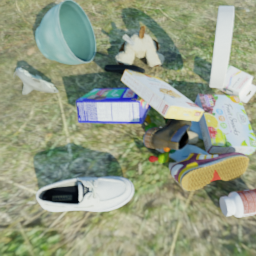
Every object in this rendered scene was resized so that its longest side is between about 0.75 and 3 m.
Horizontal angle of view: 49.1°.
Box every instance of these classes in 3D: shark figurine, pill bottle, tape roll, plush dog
[{"bbox_3d":[-4.497,-2.024,12.345,2.497,1.042,1.492,31,9,19],"label":"shark figurine"},{"bbox_3d":[3.548,2.291,8.530,1.351,0.758,0.758,-7,48,-5],"label":"pill bottle"},{"bbox_3d":[3.422,-2.921,10.311,0.535,2.928,2.928,7,47,16],"label":"tape roll"},{"bbox_3d":[0.556,-4.107,13.972,2.402,1.927,2.063,-1,22,-2],"label":"plush dog"}]

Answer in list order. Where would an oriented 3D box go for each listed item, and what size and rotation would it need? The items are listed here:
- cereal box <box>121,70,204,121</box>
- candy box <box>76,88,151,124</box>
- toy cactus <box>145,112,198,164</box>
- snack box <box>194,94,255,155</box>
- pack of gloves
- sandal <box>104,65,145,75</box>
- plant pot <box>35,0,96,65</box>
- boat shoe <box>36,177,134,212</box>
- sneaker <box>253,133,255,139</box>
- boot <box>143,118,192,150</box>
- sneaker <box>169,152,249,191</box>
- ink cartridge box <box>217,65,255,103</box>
[{"bbox_3d":[1.166,-1.138,9.743,1.841,0.506,2.559,3,31,-44],"label":"cereal box"},{"bbox_3d":[-0.460,-0.884,10.624,2.405,0.926,2.034,2,21,13],"label":"candy box"},{"bbox_3d":[1.534,0.327,10.256,1.972,1.222,2.390,10,47,-7],"label":"toy cactus"},{"bbox_3d":[3.616,-0.169,10.568,1.736,0.647,2.441,3,53,-9],"label":"snack box"},{"bbox_3d":[2.517,0.396,10.428,2.925,0.577,2.458,33,56,26],"label":"pack of gloves"},{"bbox_3d":[-0.161,-2.655,13.154,1.909,0.457,0.718,3,34,-3],"label":"sandal"},{"bbox_3d":[-3.120,-4.294,13.372,1.938,2.893,2.893,-10,43,25],"label":"plant pot"},{"bbox_3d":[-1.295,1.956,8.505,2.931,0.963,1.055,-2,66,1],"label":"boat shoe"},{"bbox_3d":[5.156,0.012,10.132,0.558,1.481,0.566,-7,51,-51],"label":"sneaker"},{"bbox_3d":[1.675,0.218,9.015,1.158,0.893,2.389,13,26,42],"label":"boot"},{"bbox_3d":[2.663,1.181,9.242,2.663,0.998,1.200,-8,26,-19],"label":"sneaker"},{"bbox_3d":[4.690,-1.984,12.317,1.777,0.598,1.041,36,78,27],"label":"ink cartridge box"}]
